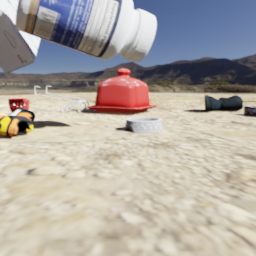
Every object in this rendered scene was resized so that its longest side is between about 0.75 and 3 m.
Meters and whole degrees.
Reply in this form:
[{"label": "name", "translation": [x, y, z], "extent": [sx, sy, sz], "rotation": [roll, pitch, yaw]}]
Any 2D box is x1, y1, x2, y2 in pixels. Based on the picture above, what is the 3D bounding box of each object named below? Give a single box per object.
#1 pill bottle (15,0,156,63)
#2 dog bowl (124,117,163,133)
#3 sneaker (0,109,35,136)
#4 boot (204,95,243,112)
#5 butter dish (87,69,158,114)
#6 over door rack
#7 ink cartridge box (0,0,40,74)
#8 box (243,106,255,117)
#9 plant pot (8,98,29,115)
[{"label": "pill bottle", "translation": [-0.910, -2.562, 6.484], "extent": [2.957, 1.641, 1.641], "rotation": [14, 3, -22]}, {"label": "dog bowl", "translation": [0.426, -0.089, 7.790], "extent": [1.089, 0.319, 1.089], "rotation": [-1, 9, 0]}, {"label": "sneaker", "translation": [-2.720, -0.071, 7.189], "extent": [0.784, 0.609, 1.741], "rotation": [19, 10, 7]}, {"label": "boot", "translation": [4.485, -1.166, 13.178], "extent": [1.739, 0.791, 2.070], "rotation": [-2, 2, 16]}, {"label": "butter dish", "translation": [-0.215, -1.697, 12.816], "extent": [2.660, 1.972, 2.668], "rotation": [3, 10, 26]}, {"label": "over door rack", "translation": [-3.175, -1.287, 13.446], "extent": [2.340, 0.780, 1.729], "rotation": [21, 9, -2]}, {"label": "ink cartridge box", "translation": [-3.466, -2.888, 8.192], "extent": [0.956, 1.658, 2.285], "rotation": [-22, 37, 5]}, {"label": "box", "translation": [5.724, -0.674, 11.383], "extent": [1.526, 0.380, 1.203], "rotation": [-1, 9, -8]}, {"label": "plant pot", "translation": [-4.393, -0.829, 11.286], "extent": [0.786, 0.716, 0.786], "rotation": [0, 8, 0]}]
